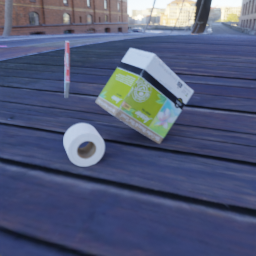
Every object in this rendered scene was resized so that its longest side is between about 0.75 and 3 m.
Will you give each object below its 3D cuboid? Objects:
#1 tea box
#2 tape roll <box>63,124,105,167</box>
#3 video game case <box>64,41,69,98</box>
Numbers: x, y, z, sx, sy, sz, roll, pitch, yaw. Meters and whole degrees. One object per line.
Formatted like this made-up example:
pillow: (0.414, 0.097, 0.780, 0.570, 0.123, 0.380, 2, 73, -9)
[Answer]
tea box: (0.537, -0.990, 8.936, 2.138, 2.104, 1.429, 31, 3, -37)
tape roll: (-1.251, 0.472, 7.891, 1.043, 1.043, 0.716, -9, 24, -20)
video game case: (-2.416, -2.270, 11.030, 0.158, 1.807, 1.292, 0, -21, -14)
